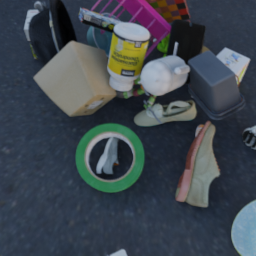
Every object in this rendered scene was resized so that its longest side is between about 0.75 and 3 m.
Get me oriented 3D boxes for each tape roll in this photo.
[{"bbox_3d":[-0.546,0.926,8.715,2.095,0.504,2.095,-1,73,2],"label":"tape roll"}]

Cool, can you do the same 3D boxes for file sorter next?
[{"bbox_3d":[0.004,-4.049,11.133,2.780,1.932,1.743,41,91,-9],"label":"file sorter"}]

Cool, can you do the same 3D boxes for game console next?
[{"bbox_3d":[2.115,-2.684,10.393,1.859,2.114,1.230,7,7,-16],"label":"game console"}]

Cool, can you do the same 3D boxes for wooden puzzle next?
[{"bbox_3d":[1.535,-4.986,11.646,1.748,2.947,0.207,-1,72,25],"label":"wooden puzzle"}]

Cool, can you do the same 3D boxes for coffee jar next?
[{"bbox_3d":[-0.222,-1.912,11.185,0.762,0.623,1.461,-4,55,-7],"label":"coffee jar"}]

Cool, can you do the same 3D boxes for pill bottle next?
[{"bbox_3d":[-0.058,-2.214,8.971,1.112,1.985,1.112,8,39,-7],"label":"pill bottle"}]

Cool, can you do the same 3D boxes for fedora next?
[{"bbox_3d":[-2.881,-3.381,10.734,1.359,2.976,2.976,-12,53,7],"label":"fedora"}]

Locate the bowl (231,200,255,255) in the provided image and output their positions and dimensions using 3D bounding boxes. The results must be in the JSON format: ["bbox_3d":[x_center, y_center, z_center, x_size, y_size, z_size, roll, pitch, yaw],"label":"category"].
[{"bbox_3d":[3.802,2.851,7.239,1.021,1.897,1.897,47,56,-19],"label":"bowl"}]

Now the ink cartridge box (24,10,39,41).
[{"bbox_3d":[-4.244,-4.945,13.449,1.160,0.655,1.581,-4,53,-3],"label":"ink cartridge box"}]

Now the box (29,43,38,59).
[{"bbox_3d":[-3.851,-3.364,12.140,0.650,0.811,0.180,-3,53,-4],"label":"box"}]

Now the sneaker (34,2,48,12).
[{"bbox_3d":[-3.343,-4.693,10.815,0.372,0.995,0.408,25,91,-8],"label":"sneaker"}]

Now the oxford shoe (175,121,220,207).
[{"bbox_3d":[2.347,1.108,8.743,1.035,0.993,2.805,20,70,8],"label":"oxford shoe"}]

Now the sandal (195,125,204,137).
[{"bbox_3d":[2.580,0.408,9.593,0.548,0.410,1.431,13,54,9],"label":"sandal"}]

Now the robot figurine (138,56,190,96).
[{"bbox_3d":[1.094,-1.594,8.523,1.539,1.025,1.815,-13,11,45],"label":"robot figurine"}]

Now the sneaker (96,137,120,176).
[{"bbox_3d":[-0.527,0.853,9.219,0.635,0.592,1.602,19,61,3],"label":"sneaker"}]

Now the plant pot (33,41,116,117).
[{"bbox_3d":[-1.612,-1.496,9.709,2.002,2.000,1.773,-33,80,26],"label":"plant pot"}]

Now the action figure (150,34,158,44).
[{"bbox_3d":[1.200,-4.524,13.030,1.183,1.065,1.589,-3,72,38],"label":"action figure"}]

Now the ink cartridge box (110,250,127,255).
[{"bbox_3d":[-0.779,3.951,6.767,1.989,0.675,1.145,-20,56,-14],"label":"ink cartridge box"}]

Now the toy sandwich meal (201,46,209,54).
[{"bbox_3d":[2.922,-3.058,12.173,1.504,0.515,1.504,1,56,-2],"label":"toy sandwich meal"}]

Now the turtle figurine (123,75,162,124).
[{"bbox_3d":[0.433,-1.248,9.671,1.714,1.272,1.767,8,76,36],"label":"turtle figurine"}]

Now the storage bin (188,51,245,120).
[{"bbox_3d":[2.733,-1.474,8.772,1.410,1.301,1.938,-27,47,2],"label":"storage bin"}]

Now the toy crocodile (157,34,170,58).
[{"bbox_3d":[1.907,-3.456,11.973,0.858,0.938,2.778,11,39,-19],"label":"toy crocodile"}]

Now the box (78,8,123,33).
[{"bbox_3d":[-0.755,-3.526,9.449,1.746,0.348,1.195,12,27,-21],"label":"box"}]

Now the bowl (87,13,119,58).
[{"bbox_3d":[-1.037,-3.851,12.121,0.976,1.866,1.866,-2,41,47],"label":"bowl"}]

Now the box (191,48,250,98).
[{"bbox_3d":[3.540,-1.903,10.824,1.082,1.201,2.136,35,61,23],"label":"box"}]

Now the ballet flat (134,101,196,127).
[{"bbox_3d":[1.349,-0.596,10.135,2.312,0.803,0.803,-9,54,-6],"label":"ballet flat"}]

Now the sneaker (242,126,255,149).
[{"bbox_3d":[4.902,0.694,9.187,0.905,0.839,2.234,-24,57,-27],"label":"sneaker"}]
